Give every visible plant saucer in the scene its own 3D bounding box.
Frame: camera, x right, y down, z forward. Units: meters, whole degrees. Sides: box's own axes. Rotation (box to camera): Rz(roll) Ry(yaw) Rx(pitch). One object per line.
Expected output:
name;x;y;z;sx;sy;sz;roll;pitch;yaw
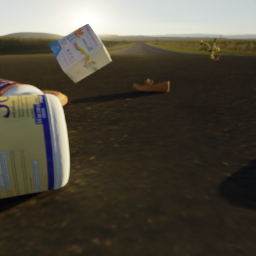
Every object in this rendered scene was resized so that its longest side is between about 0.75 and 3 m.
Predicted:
plant saucer;-4.284;-1.358;13.286;2.685;0.433;2.685;0;18;0

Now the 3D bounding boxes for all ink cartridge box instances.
ink cartridge box;-1.865;-2.992;11.235;1.819;1.339;1.315;-31;-15;3

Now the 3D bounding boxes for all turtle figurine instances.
turtle figurine;3.777;-3.745;12.882;1.023;1.269;0.409;13;-3;-5

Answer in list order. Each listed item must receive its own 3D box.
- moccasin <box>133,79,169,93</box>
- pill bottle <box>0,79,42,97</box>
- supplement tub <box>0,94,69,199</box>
moccasin;1.305;-2.412;15.840;2.021;0.780;0.739;3;19;8
pill bottle;-3.609;-0.599;8.994;1.691;1.691;2.962;-17;24;-42
supplement tub;-2.712;0.405;5.517;2.787;2.026;2.026;-6;20;-21
